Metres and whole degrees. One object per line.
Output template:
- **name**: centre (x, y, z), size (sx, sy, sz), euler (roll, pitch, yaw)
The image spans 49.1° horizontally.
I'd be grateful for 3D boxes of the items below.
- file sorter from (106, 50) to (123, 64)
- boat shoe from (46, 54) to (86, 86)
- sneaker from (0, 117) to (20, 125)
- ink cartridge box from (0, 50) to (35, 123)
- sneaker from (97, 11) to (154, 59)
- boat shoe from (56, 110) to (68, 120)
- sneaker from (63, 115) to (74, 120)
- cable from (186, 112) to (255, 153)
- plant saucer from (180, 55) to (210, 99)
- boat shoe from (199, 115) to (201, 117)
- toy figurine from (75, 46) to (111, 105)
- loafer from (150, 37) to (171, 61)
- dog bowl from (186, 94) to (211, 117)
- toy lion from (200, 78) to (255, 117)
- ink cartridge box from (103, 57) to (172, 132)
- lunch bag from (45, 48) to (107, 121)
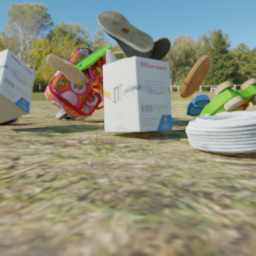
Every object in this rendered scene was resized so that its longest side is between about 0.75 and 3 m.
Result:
- **file sorter**: centre (0.011, -1.687, 10.753), size (1.427, 2.292, 1.590), euler (-2, 1, 5)
- **boat shoe**: centre (-2.012, -1.987, 9.468), size (1.554, 0.559, 0.503), euler (32, 21, 6)
- **sneaker**: centre (-5.589, -0.503, 11.059), size (2.275, 0.791, 1.132), euler (1, 8, 4)
- **ink cartridge box**: centre (-4.189, -1.378, 9.474), size (1.325, 1.832, 1.349), euler (-16, -33, 20)
- **sneaker**: centre (-0.145, -2.722, 8.803), size (2.121, 0.793, 1.126), euler (41, -17, 17)
- **boat shoe**: centre (-2.875, -0.728, 12.947), size (0.985, 0.348, 0.313), euler (-36, -33, 1)
- **sneaker**: centre (-2.713, -0.493, 13.363), size (0.835, 0.324, 0.381), euler (-8, 25, -26)
- **cable**: centre (2.301, 0.076, 6.166), size (2.037, 0.705, 2.036), euler (-12, 8, -43)
- **plant saucer**: centre (2.748, -1.987, 11.251), size (0.308, 1.908, 1.908), euler (35, 20, 18)
- **boat shoe**: centre (3.193, -0.575, 11.737), size (0.304, 0.343, 0.932), euler (2, 45, -24)
- **toy figurine**: centre (-0.986, -1.843, 11.397), size (1.816, 2.227, 2.419), euler (-25, 22, 17)
- **loafer**: centre (0.628, -2.426, 9.611), size (1.864, 0.705, 0.636), euler (-39, 26, 6)
- **dog bowl**: centre (2.528, -0.812, 10.143), size (0.662, 0.295, 1.188), euler (4, -27, -15)
- **toy lion**: centre (2.858, -0.528, 8.156), size (2.044, 0.702, 1.959), euler (-11, -27, -37)
- **ink cartridge box**: centre (0.268, -0.907, 8.321), size (1.493, 2.027, 1.466), euler (-2, 0, -44)
- **lunch bag**: centre (-1.920, -1.841, 12.612), size (2.632, 2.988, 1.224), euler (37, -28, -12)
